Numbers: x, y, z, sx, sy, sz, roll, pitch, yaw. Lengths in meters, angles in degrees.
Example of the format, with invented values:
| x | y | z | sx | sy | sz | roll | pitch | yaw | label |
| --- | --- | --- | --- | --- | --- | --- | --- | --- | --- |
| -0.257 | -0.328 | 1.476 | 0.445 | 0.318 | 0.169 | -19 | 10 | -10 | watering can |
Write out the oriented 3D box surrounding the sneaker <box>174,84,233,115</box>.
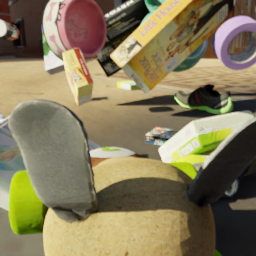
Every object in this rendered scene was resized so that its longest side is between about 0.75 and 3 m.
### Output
| x | y | z | sx | sy | sz | roll | pitch | yaw | label |
| --- | --- | --- | --- | --- | --- | --- | --- | --- | --- |
| 2.999 | -1.246 | 11.169 | 2.553 | 1.070 | 0.980 | 16 | 24 | 42 | sneaker |

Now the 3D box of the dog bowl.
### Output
| x | y | z | sx | sy | sz | roll | pitch | yaw | label |
| --- | --- | --- | --- | --- | --- | --- | --- | --- | --- |
| -1.477 | -2.967 | 8.368 | 0.759 | 2.060 | 2.060 | 8 | 18 | 38 | dog bowl |

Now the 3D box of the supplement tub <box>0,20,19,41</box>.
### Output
| x | y | z | sx | sy | sz | roll | pitch | yaw | label |
| --- | --- | --- | --- | --- | --- | --- | --- | --- | --- |
| -3.778 | -3.009 | 8.682 | 0.521 | 0.521 | 0.850 | 2 | 10 | 5 | supplement tub |

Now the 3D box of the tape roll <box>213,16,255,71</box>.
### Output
| x | y | z | sx | sy | sz | roll | pitch | yaw | label |
| --- | --- | --- | --- | --- | --- | --- | --- | --- | --- |
| 3.882 | -2.914 | 9.735 | 1.689 | 1.689 | 0.718 | -2 | 37 | -5 | tape roll |

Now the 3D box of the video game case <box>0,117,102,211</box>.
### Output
| x | y | z | sx | sy | sz | roll | pitch | yaw | label |
| --- | --- | --- | --- | --- | --- | --- | --- | --- | --- |
| -1.148 | 0.603 | 4.543 | 2.315 | 0.279 | 2.539 | 30 | 18 | -7 | video game case |

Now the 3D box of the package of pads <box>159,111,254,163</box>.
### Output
| x | y | z | sx | sy | sz | roll | pitch | yaw | label |
| --- | --- | --- | --- | --- | --- | --- | --- | --- | --- |
| 1.689 | 0.274 | 5.992 | 1.778 | 0.606 | 1.373 | -9 | -22 | -30 | package of pads |

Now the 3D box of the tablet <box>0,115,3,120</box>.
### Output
| x | y | z | sx | sy | sz | roll | pitch | yaw | label |
| --- | --- | --- | --- | --- | --- | --- | --- | --- | --- |
| -5.295 | -0.154 | 9.222 | 2.106 | 0.144 | 1.370 | -5 | 17 | -18 | tablet |

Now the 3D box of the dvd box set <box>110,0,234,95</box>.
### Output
| x | y | z | sx | sy | sz | roll | pitch | yaw | label |
| --- | --- | --- | --- | --- | --- | --- | --- | --- | --- |
| 0.957 | -1.818 | 5.384 | 0.370 | 2.520 | 1.843 | 50 | 8 | 18 | dvd box set |

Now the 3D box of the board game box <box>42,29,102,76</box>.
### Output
| x | y | z | sx | sy | sz | roll | pitch | yaw | label |
| --- | --- | --- | --- | --- | --- | --- | --- | --- | --- |
| -2.226 | -3.379 | 10.818 | 2.210 | 2.205 | 0.455 | -16 | -20 | 14 | board game box |

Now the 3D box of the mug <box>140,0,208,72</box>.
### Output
| x | y | z | sx | sy | sz | roll | pitch | yaw | label |
| --- | --- | --- | --- | --- | --- | --- | --- | --- | --- |
| 1.552 | -3.264 | 10.011 | 2.770 | 2.276 | 1.713 | 25 | 1 | -32 | mug |

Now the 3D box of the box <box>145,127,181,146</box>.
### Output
| x | y | z | sx | sy | sz | roll | pitch | yaw | label |
| --- | --- | --- | --- | --- | --- | --- | --- | --- | --- |
| 1.200 | 0.267 | 7.698 | 1.257 | 0.237 | 0.858 | 7 | 19 | 23 | box |

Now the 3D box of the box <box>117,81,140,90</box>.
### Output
| x | y | z | sx | sy | sz | roll | pitch | yaw | label |
| --- | --- | --- | --- | --- | --- | --- | --- | --- | --- |
| 0.152 | -2.472 | 16.335 | 0.926 | 0.362 | 1.519 | -12 | 21 | -34 | box |

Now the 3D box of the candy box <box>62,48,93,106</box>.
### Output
| x | y | z | sx | sy | sz | roll | pitch | yaw | label |
| --- | --- | --- | --- | --- | --- | --- | --- | --- | --- |
| -1.052 | -1.024 | 5.928 | 0.369 | 0.771 | 1.336 | -21 | -6 | -12 | candy box |

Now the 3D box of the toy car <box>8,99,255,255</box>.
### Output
| x | y | z | sx | sy | sz | roll | pitch | yaw | label |
| --- | --- | --- | --- | --- | --- | --- | --- | --- | --- |
| -0.036 | 0.606 | 2.163 | 2.018 | 2.457 | 1.938 | -2 | 52 | -11 | toy car |

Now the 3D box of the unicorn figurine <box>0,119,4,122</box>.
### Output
| x | y | z | sx | sy | sz | roll | pitch | yaw | label |
| --- | --- | --- | --- | --- | --- | --- | --- | --- | --- |
| -2.805 | 0.319 | 6.008 | 2.806 | 1.036 | 1.928 | -17 | 10 | -28 | unicorn figurine |

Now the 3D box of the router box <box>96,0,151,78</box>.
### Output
| x | y | z | sx | sy | sz | roll | pitch | yaw | label |
| --- | --- | --- | --- | --- | --- | --- | --- | --- | --- |
| -0.158 | -3.791 | 11.713 | 2.988 | 2.228 | 0.763 | -27 | 36 | 9 | router box |

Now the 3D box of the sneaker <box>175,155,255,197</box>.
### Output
| x | y | z | sx | sy | sz | roll | pitch | yaw | label |
| --- | --- | --- | --- | --- | --- | --- | --- | --- | --- |
| 1.833 | 0.859 | 5.155 | 2.119 | 0.783 | 0.857 | -14 | 28 | -18 | sneaker |
